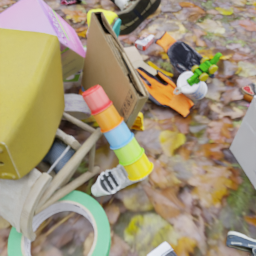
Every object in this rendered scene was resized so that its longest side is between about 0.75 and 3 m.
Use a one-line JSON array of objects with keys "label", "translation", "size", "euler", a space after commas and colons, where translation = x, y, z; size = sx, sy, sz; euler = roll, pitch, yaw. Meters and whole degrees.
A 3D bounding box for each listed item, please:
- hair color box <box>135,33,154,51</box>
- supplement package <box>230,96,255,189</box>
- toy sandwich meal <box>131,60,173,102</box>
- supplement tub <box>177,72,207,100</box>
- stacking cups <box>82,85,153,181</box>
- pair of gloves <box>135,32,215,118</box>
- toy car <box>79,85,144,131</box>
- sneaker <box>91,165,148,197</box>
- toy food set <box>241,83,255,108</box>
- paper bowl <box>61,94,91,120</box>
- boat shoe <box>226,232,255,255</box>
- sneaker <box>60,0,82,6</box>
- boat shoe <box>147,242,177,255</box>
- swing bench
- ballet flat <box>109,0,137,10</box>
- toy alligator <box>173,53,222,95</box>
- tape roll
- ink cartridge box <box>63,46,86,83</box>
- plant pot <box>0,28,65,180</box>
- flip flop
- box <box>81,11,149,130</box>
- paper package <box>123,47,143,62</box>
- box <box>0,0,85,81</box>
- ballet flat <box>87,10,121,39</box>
[{"label": "hair color box", "translation": [0.673, -3.516, 11.427], "size": [0.454, 0.262, 0.819], "euler": [24, 54, 19]}, {"label": "supplement package", "translation": [4.130, 0.794, 6.709], "size": [1.593, 2.238, 2.874], "euler": [-14, 52, -11]}, {"label": "toy sandwich meal", "translation": [0.689, -1.662, 9.696], "size": [1.872, 0.641, 1.872], "euler": [0, 51, 0]}, {"label": "supplement tub", "translation": [2.067, -1.324, 9.000], "size": [0.717, 1.087, 0.717], "euler": [-5, 81, 29]}, {"label": "stacking cups", "translation": [-0.207, 0.097, 6.404], "size": [0.703, 2.324, 0.703], "euler": [-25, 18, 9]}, {"label": "pair of gloves", "translation": [1.528, -1.827, 9.508], "size": [2.421, 0.336, 2.717], "euler": [36, 68, 4]}, {"label": "toy car", "translation": [-0.425, -1.109, 9.084], "size": [2.795, 0.930, 1.371], "euler": [26, 56, 20]}, {"label": "sneaker", "translation": [-0.194, 1.276, 7.195], "size": [1.767, 0.716, 0.664], "euler": [-14, 68, -42]}, {"label": "toy food set", "translation": [4.355, -0.937, 9.366], "size": [1.061, 0.263, 1.669], "euler": [-12, 52, -9]}, {"label": "paper bowl", "translation": [-1.702, -0.635, 8.445], "size": [1.160, 1.160, 0.603], "euler": [-1, 79, -1]}, {"label": "boat shoe", "translation": [2.828, 2.727, 6.339], "size": [1.165, 0.436, 0.360], "euler": [18, 52, 15]}, {"label": "sneaker", "translation": [-2.751, -6.074, 13.443], "size": [1.114, 0.440, 0.531], "euler": [7, 74, 6]}, {"label": "boat shoe", "translation": [0.231, 3.307, 5.717], "size": [2.181, 0.782, 0.739], "euler": [-27, 55, -29]}, {"label": "swing bench", "translation": [-2.423, 0.723, 6.807], "size": [2.607, 1.700, 2.621], "euler": [27, 44, 20]}, {"label": "ballet flat", "translation": [0.162, -5.789, 12.911], "size": [2.465, 0.838, 0.843], "euler": [11, 62, 9]}, {"label": "toy alligator", "translation": [1.736, -1.251, 6.874], "size": [1.421, 0.386, 0.421], "euler": [-42, 53, 14]}, {"label": "tape roll", "translation": [-1.523, 2.548, 6.401], "size": [2.241, 0.539, 2.241], "euler": [1, 52, -1]}, {"label": "ink cartridge box", "translation": [-1.616, -2.004, 9.380], "size": [1.050, 0.538, 1.421], "euler": [5, 69, 38]}, {"label": "plant pot", "translation": [-2.569, -0.314, 5.349], "size": [2.228, 2.213, 2.279], "euler": [6, 52, -4]}, {"label": "flip flop", "translation": [0.166, -3.454, 8.399], "size": [1.844, 0.748, 0.531], "euler": [-31, 38, 27]}, {"label": "box", "translation": [-0.530, -1.043, 7.263], "size": [0.315, 2.958, 2.418], "euler": [-21, 73, -21]}, {"label": "paper package", "translation": [-0.004, -2.550, 10.509], "size": [0.902, 0.490, 0.947], "euler": [-15, 52, -12]}, {"label": "box", "translation": [-2.603, -1.942, 7.562], "size": [2.334, 2.654, 1.283], "euler": [-29, 88, 9]}, {"label": "ballet flat", "translation": [-0.739, -2.422, 8.326], "size": [0.965, 2.879, 0.962], "euler": [22, 73, 5]}]
